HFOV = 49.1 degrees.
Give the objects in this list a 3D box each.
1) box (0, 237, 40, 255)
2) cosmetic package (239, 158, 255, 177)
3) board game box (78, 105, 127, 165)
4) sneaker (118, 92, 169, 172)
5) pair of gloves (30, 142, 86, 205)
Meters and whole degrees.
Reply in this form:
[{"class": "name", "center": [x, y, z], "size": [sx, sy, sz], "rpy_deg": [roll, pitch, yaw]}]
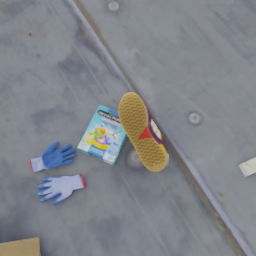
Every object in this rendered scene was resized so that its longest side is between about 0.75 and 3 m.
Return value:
[{"class": "box", "center": [-3.122, 4.074, 6.907], "size": [1.895, 0.247, 2.318], "rpy_deg": [-1, 71, -23]}, {"class": "cosmetic package", "center": [3.780, 1.121, 8.371], "size": [0.763, 0.279, 0.395], "rpy_deg": [-22, 72, -9]}, {"class": "board game box", "center": [-0.675, 0.196, 8.662], "size": [1.176, 0.365, 1.557], "rpy_deg": [22, 71, 8]}, {"class": "sneaker", "center": [0.457, 0.117, 8.208], "size": [0.896, 1.077, 2.390], "rpy_deg": [-23, 83, 13]}, {"class": "pair of gloves", "center": [-2.125, 1.307, 8.352], "size": [1.439, 0.204, 1.790], "rpy_deg": [-18, 72, -8]}]
